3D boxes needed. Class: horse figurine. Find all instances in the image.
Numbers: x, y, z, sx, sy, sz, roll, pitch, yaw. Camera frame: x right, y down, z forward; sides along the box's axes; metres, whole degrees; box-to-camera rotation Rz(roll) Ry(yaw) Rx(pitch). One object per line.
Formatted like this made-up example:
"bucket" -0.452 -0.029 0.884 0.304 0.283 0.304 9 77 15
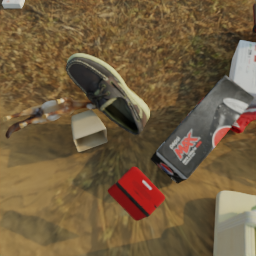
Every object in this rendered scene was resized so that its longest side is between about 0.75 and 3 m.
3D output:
"horse figurine" -1.968 -0.354 6.817 2.224 1.474 0.555 -17 95 19

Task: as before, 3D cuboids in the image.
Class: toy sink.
"toy sink" 2.721 2.474 5.142 1.832 1.574 2.810 13 61 2

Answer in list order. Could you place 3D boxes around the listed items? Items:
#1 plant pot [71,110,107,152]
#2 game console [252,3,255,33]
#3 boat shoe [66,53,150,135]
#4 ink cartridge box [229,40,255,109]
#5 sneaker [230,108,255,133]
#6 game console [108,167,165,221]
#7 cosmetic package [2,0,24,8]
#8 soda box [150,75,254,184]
"plant pot" -1.007 0.032 6.899 0.782 0.783 0.693 -19 65 -10
"game console" 4.651 -3.084 8.439 1.609 1.386 0.955 15 100 -23
"boat shoe" -0.448 -0.761 6.575 2.421 0.886 0.785 36 38 -18
"ink cartridge box" 3.769 -1.392 7.894 1.672 0.799 1.905 15 62 10
"sneaker" 3.177 -0.156 7.485 1.141 0.447 0.659 -2 68 13
"game console" 0.146 1.315 5.576 0.763 0.526 0.886 -44 88 -8
"cosmetic package" -4.113 -4.692 10.148 0.643 0.220 0.853 0 60 3
"soda box" 1.785 0.025 6.757 0.954 0.853 2.695 41 74 9
